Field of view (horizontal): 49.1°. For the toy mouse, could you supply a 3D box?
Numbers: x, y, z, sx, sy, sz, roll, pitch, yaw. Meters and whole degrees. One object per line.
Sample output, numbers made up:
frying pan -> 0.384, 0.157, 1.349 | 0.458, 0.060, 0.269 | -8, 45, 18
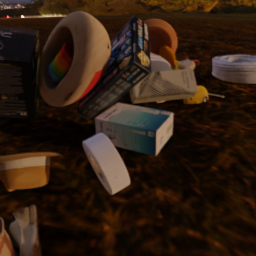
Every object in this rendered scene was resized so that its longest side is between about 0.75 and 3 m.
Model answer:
toy mouse -> 1.776, -1.463, 10.400 | 2.658, 0.514, 2.363 | -15, 30, -28

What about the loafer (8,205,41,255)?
loafer -> -1.544, 1.615, 4.155 | 0.419, 0.464, 1.226 | -10, 18, -16

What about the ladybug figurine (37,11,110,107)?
ladybug figurine -> -1.405, -1.626, 7.194 | 1.049, 1.980, 2.917 | -1, -22, -42

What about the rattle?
rattle -> 2.199, -3.046, 12.050 | 2.444, 1.746, 1.591 | -32, 26, -24

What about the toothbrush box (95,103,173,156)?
toothbrush box -> 0.166, -0.022, 7.067 | 1.644, 0.701, 1.204 | 12, 29, 23

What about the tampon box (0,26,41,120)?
tampon box -> -3.236, -1.522, 7.911 | 1.317, 2.087, 1.564 | 3, 46, -10

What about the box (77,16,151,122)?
box -> -0.423, -1.580, 7.647 | 0.564, 2.450, 1.948 | 29, 44, -30

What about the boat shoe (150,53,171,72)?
boat shoe -> 0.036, -2.191, 9.676 | 2.828, 1.040, 0.924 | 9, 32, -12

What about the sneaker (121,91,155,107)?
sneaker -> 0.363, -1.053, 9.563 | 1.332, 0.509, 0.763 | 9, 20, 6

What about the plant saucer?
plant saucer -> 1.027, -3.382, 11.310 | 1.880, 1.880, 0.352 | 4, 33, 8

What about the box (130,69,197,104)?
box -> 1.086, -1.329, 8.958 | 2.049, 0.842, 0.701 | -8, -12, -12

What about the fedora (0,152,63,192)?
fedora -> -1.849, 0.796, 5.018 | 1.450, 0.592, 1.450 | -8, -9, -1

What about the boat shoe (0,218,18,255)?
boat shoe -> -2.426, 1.298, 4.117 | 2.795, 1.003, 1.058 | 22, 34, 38

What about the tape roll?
tape roll -> -0.413, 0.661, 5.150 | 0.392, 1.120, 1.120 | -28, 34, -17

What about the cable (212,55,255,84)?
cable -> 5.027, -2.677, 12.550 | 2.480, 0.859, 2.480 | -16, 30, -27
